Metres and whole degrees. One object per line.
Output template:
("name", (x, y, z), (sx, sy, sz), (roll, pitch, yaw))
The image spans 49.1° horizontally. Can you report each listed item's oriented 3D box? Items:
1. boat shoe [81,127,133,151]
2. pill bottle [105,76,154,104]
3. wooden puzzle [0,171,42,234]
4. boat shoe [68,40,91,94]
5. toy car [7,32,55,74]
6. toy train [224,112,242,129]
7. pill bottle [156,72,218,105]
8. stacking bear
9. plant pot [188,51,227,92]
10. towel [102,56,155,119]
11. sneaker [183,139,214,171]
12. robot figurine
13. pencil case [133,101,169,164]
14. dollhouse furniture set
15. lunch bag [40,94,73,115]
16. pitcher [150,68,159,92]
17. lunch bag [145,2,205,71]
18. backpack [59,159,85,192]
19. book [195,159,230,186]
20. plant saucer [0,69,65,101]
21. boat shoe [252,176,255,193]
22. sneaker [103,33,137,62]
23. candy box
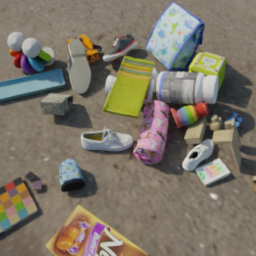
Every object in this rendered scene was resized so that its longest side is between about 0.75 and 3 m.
("boat shoe", (-0.735, 0.317, 9.740), (1.833, 0.781, 0.677), (1, 49, 1))
("pill bottle", (0.070, -1.542, 10.978), (1.799, 1.009, 1.009), (9, 55, 6))
("wooden puzzle", (-3.675, 2.386, 8.648), (2.312, 0.162, 1.371), (-29, 59, -19))
("boat shoe", (-2.101, -2.474, 11.759), (0.863, 0.745, 2.377), (-5, 77, -19))
("toy car", (-4.216, -3.057, 11.941), (1.899, 1.662, 1.424), (25, 92, 16))
("toy train", (3.849, -0.175, 10.319), (0.445, 0.338, 0.779), (33, 76, 10))
("pill bottle", (2.219, -1.481, 10.515), (2.108, 1.199, 1.199), (7, 53, 23))
("stacking bear", (2.265, -0.503, 10.073), (1.240, 0.753, 0.705), (-21, 22, 7))
("plant pot", (3.142, -2.229, 11.319), (1.404, 1.274, 1.397), (23, 58, 17))
("towel", (0.086, -1.570, 10.169), (1.283, 0.269, 2.982), (10, 50, 9))
("sneaker", (2.459, 0.844, 9.510), (0.526, 0.600, 1.496), (37, 61, 26))
("robot figurine", (-1.971, -3.555, 12.737), (1.323, 0.531, 1.824), (-27, 58, -18))
("pencil case", (0.857, 0.103, 9.838), (0.987, 0.945, 2.282), (23, 54, -11))
("dollhouse furniture set", (3.046, 0.498, 9.888), (1.609, 1.311, 1.530), (-7, 36, 32))
("lunch bag", (-2.675, -0.942, 10.654), (0.901, 0.646, 1.099), (3, 29, 11))
("pitcher", (1.109, -2.117, 11.670), (0.937, 0.662, 1.092), (-25, 68, -29))
("lunch bag", (2.034, -3.831, 11.818), (1.414, 2.220, 1.887), (-14, 51, -38))
("backpack", (-1.862, 1.477, 9.047), (0.781, 0.736, 0.958), (-11, 41, -10))
("book", (2.792, 1.467, 9.306), (0.932, 0.224, 0.622), (-22, 56, -11))
("plant saucer", (-4.102, -1.746, 11.598), (2.869, 0.272, 1.003), (-15, 55, -11))
("boat shoe", (4.201, 1.698, 9.046), (0.333, 0.341, 0.902), (14, 54, 13))
("sneaker", (-0.480, -3.635, 12.474), (1.995, 0.769, 0.817), (-40, 106, -34))
("candy box", (-0.835, 3.388, 7.611), (2.405, 0.679, 1.403), (29, 58, 18))
